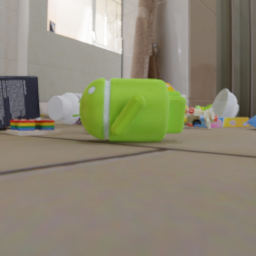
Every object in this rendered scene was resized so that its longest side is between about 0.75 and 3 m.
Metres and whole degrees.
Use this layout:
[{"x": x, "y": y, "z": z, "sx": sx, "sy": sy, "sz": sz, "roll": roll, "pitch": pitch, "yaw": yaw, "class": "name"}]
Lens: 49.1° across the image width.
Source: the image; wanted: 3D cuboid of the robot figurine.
[{"x": 0.014, "y": -0.273, "z": 4.339, "sx": 1.671, "sy": 0.966, "sz": 1.466, "roll": 2, "pitch": 22, "yaw": -3, "class": "robot figurine"}]

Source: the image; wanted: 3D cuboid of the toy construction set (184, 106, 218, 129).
[{"x": 1.822, "y": -0.494, "z": 8.826, "sx": 1.987, "sy": 0.915, "sz": 1.303, "roll": 16, "pitch": -26, "yaw": 18, "class": "toy construction set"}]

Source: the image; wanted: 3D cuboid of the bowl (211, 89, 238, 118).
[{"x": 4.252, "y": -0.794, "z": 12.222, "sx": 0.762, "sy": 1.695, "sz": 1.695, "roll": 19, "pitch": 1, "yaw": -4, "class": "bowl"}]

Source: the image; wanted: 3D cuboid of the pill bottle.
[{"x": -2.395, "y": -0.865, "z": 13.063, "sx": 1.456, "sy": 1.456, "sz": 2.593, "roll": 2, "pitch": 2, "yaw": 36, "class": "pill bottle"}]

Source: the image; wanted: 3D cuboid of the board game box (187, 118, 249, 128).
[{"x": 3.302, "y": -0.209, "z": 10.376, "sx": 1.739, "sy": 0.351, "sz": 1.330, "roll": -1, "pitch": 3, "yaw": -20, "class": "board game box"}]

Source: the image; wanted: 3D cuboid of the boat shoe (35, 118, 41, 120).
[{"x": -4.744, "y": -0.683, "z": 11.090, "sx": 2.805, "sy": 0.999, "sz": 0.979, "roll": 11, "pitch": 5, "yaw": 5, "class": "boat shoe"}]

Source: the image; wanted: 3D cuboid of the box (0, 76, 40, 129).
[{"x": -4.307, "y": -0.808, "z": 8.292, "sx": 2.420, "sy": 1.445, "sz": 2.461, "roll": 1, "pitch": 11, "yaw": 12, "class": "box"}]

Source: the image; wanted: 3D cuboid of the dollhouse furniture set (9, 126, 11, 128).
[{"x": -4.141, "y": -0.066, "z": 9.810, "sx": 0.382, "sy": 0.295, "sz": 0.763, "roll": -7, "pitch": -22, "yaw": 39, "class": "dollhouse furniture set"}]

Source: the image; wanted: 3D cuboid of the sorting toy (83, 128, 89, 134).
[{"x": -0.541, "y": -0.387, "z": 6.507, "sx": 0.370, "sy": 1.056, "sz": 1.063, "roll": 11, "pitch": 7, "yaw": 23, "class": "sorting toy"}]

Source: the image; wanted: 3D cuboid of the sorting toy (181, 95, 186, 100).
[{"x": 0.930, "y": -0.757, "z": 13.172, "sx": 2.452, "sy": 1.455, "sz": 2.723, "roll": -22, "pitch": 25, "yaw": -30, "class": "sorting toy"}]

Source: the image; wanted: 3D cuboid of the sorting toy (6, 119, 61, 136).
[{"x": -2.084, "y": -0.026, "z": 6.180, "sx": 0.923, "sy": 0.323, "sz": 0.929, "roll": -2, "pitch": 3, "yaw": -37, "class": "sorting toy"}]

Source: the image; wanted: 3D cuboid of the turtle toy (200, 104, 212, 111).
[{"x": 5.485, "y": -0.973, "z": 18.188, "sx": 1.726, "sy": 1.197, "sz": 2.368, "roll": -24, "pitch": -8, "yaw": 17, "class": "turtle toy"}]

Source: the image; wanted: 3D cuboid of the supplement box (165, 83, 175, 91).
[{"x": 0.818, "y": -0.942, "z": 10.840, "sx": 2.364, "sy": 1.287, "sz": 1.295, "roll": -2, "pitch": 48, "yaw": -42, "class": "supplement box"}]

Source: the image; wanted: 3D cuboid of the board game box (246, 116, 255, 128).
[{"x": 4.261, "y": -0.160, "z": 7.874, "sx": 1.463, "sy": 0.361, "sz": 1.852, "roll": -21, "pitch": 9, "yaw": 10, "class": "board game box"}]
